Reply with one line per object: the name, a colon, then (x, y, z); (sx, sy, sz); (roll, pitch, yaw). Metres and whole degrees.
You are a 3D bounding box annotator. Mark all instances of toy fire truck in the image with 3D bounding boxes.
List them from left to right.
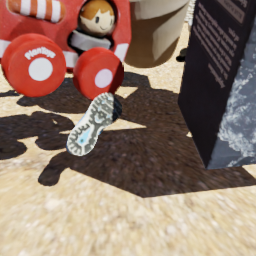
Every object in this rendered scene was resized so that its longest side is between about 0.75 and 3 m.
toy fire truck: (-1.022, -1.837, 4.658); (2.773, 2.329, 1.555); (-2, 33, -40)

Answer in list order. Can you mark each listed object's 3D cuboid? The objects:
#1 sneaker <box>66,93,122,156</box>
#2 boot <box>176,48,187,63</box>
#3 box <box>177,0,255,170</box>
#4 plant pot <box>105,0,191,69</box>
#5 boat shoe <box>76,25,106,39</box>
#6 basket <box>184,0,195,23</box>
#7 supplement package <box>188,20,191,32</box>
sneaker: (-0.613, -0.083, 4.607); (1.271, 0.498, 0.572); (-50, 16, -27)
boot: (2.192, -2.290, 8.820); (1.302, 0.441, 0.851); (-4, 29, 19)
box: (2.266, -0.961, 3.681); (2.643, 2.688, 1.578); (-6, 45, -6)
plant pot: (0.388, -2.809, 6.877); (2.625, 2.277, 2.625); (-6, 53, 7)
boat shoe: (-1.437, -2.455, 7.810); (2.814, 1.025, 0.869); (-37, 41, -12)
basket: (1.865, -4.193, 8.546); (1.846, 1.485, 1.830); (6, 40, 4)
supplement package: (2.986, -2.515, 6.122); (2.034, 2.680, 2.019); (45, 18, -1)
